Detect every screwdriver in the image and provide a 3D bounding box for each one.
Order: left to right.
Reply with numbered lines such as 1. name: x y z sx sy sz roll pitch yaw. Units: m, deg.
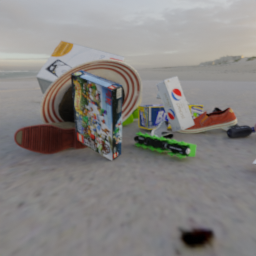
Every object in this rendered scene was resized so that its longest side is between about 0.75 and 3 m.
1. screwdriver: 4.360 0.032 9.212 2.684 0.374 0.390 -7 7 -24

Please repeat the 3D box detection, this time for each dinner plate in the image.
1. dinner plate: -0.991 -0.757 7.820 2.928 2.928 0.355 -7 49 -29

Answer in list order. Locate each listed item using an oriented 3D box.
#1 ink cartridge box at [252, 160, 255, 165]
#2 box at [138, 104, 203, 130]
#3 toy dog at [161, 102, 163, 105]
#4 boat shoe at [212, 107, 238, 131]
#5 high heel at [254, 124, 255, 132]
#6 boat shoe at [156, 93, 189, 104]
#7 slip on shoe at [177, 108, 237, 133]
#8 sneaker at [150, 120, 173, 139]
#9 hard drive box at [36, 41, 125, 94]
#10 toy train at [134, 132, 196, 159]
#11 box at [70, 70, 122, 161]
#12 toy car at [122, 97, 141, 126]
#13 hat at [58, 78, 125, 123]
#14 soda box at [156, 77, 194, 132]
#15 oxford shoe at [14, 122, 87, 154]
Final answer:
1. ink cartridge box: 3.110 0.857 5.776 0.953 0.240 0.519 8 14 37
2. box: 1.565 -0.434 10.211 2.365 0.829 0.760 -4 9 -25
3. toy dog: 2.367 -1.251 14.380 1.175 0.775 0.566 33 9 28
4. boat shoe: 3.491 -0.317 9.991 0.531 0.503 1.518 1 25 -16
5. high heel: 5.011 -0.102 8.137 2.339 0.788 1.122 1 -1 -3
6. boat shoe: 2.438 -1.464 15.017 1.896 0.608 0.699 26 1 -9
7. slip on shoe: 2.571 -0.246 9.466 2.026 0.620 0.751 -12 13 20
8. sneaker: 1.179 0.138 8.755 0.619 0.402 1.071 15 36 29
9. hard drive box: -1.459 -1.713 9.156 2.310 0.887 1.800 16 59 8
10. toy train: 0.903 0.425 7.275 0.564 0.417 2.001 3 5 -37
11. box: -0.731 -0.278 6.559 1.272 1.863 0.351 24 39 31
12. toy car: -0.806 -1.088 11.365 2.355 1.935 1.858 -9 12 34
13. hat: -0.863 -0.423 7.696 1.994 1.994 0.804 -7 50 -30
14. soda box: 1.484 -0.743 8.879 0.559 1.641 0.523 -21 3 -26
15. oxford shoe: -1.963 0.208 7.498 2.173 0.765 0.812 3 15 -35
